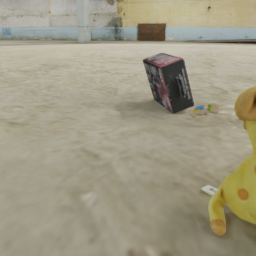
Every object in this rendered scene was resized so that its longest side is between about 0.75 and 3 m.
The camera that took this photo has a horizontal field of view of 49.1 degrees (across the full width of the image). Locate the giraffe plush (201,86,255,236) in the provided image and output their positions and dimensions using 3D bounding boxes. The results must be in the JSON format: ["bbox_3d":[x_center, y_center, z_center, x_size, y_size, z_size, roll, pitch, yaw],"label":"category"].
[{"bbox_3d":[2.563,0.412,4.203,2.875,2.332,2.481,12,24,30],"label":"giraffe plush"}]

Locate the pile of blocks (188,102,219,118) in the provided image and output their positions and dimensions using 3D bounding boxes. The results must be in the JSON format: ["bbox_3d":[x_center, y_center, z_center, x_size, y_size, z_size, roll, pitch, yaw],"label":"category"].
[{"bbox_3d":[2.370,-0.559,8.838,0.975,0.400,0.303,-9,-11,2],"label":"pile of blocks"}]

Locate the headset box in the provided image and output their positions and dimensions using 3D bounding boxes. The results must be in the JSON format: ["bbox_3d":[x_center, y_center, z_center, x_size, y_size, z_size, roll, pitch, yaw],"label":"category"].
[{"bbox_3d":[1.514,-1.723,10.542,0.916,1.814,2.441,-21,23,-5],"label":"headset box"}]

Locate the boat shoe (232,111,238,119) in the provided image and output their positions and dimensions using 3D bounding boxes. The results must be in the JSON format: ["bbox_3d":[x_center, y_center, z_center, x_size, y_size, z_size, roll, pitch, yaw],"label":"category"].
[{"bbox_3d":[3.959,-0.600,9.036,0.456,0.434,1.268,27,-21,-17],"label":"boat shoe"}]
